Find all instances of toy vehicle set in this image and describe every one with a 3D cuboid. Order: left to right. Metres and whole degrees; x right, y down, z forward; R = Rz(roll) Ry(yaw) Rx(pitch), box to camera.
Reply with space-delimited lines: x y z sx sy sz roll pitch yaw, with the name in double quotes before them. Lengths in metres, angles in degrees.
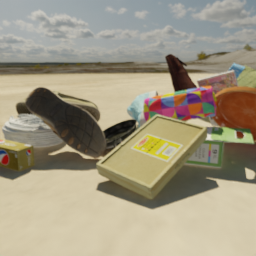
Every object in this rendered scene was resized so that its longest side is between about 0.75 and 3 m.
"toy vehicle set" 0.539 0.455 5.685 1.296 0.276 2.086 18 42 37

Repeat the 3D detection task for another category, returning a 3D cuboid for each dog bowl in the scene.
"dog bowl" 3.525 -1.573 10.103 0.418 1.685 0.939 37 9 12

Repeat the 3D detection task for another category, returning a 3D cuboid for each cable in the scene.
"cable" -2.666 0.077 8.142 1.838 0.637 1.839 1 14 -5

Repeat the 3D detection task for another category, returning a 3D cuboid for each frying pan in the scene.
"frying pan" -0.141 0.196 7.202 1.363 0.367 2.253 -33 18 -22

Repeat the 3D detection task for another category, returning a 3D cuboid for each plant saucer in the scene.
"plant saucer" 3.258 -0.376 7.580 2.056 2.056 0.332 10 57 36

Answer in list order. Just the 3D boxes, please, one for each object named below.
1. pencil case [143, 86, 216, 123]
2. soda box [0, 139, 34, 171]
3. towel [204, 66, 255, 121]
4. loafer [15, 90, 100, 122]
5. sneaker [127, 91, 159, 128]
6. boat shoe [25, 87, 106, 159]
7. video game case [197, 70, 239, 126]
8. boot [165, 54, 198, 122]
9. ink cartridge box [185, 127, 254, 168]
"pencil case" 1.333 -0.557 7.429 1.945 0.860 0.860 -8 10 20
"soda box" -2.824 0.576 6.405 1.419 0.481 0.454 8 16 28
"towel" 4.005 -1.306 10.906 2.741 0.500 2.033 -37 30 6
"loafer" -2.305 -0.742 9.452 2.947 1.115 1.006 7 45 10
"sneaker" 0.476 -0.438 9.542 1.118 1.009 2.729 -13 19 16
"boat shoe" -1.498 -0.108 7.155 2.523 0.955 0.906 40 -13 19
"video game case" 3.156 -0.946 9.409 1.248 1.742 0.157 -10 21 37
"boot" 1.661 -1.346 9.149 0.989 2.275 2.734 -28 -8 20
"ink cartridge box" 1.712 0.398 6.677 2.237 0.663 1.161 4 15 19
